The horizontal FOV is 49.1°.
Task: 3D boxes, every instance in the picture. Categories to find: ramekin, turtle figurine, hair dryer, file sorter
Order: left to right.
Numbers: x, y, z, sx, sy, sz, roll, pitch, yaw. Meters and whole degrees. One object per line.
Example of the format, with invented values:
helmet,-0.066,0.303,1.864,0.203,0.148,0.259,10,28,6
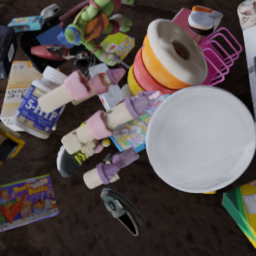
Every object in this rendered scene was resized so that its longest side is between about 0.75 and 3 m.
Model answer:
hair dryer,-1.783,-1.891,6.721,1.419,1.080,0.385,4,89,33
turtle figurine,-0.353,-3.054,8.346,2.878,2.071,2.791,-9,33,34
ramekin,1.579,0.189,6.524,2.409,2.409,1.122,0,14,1
file sorter,3.232,-2.622,10.542,1.317,1.188,1.895,44,63,-13

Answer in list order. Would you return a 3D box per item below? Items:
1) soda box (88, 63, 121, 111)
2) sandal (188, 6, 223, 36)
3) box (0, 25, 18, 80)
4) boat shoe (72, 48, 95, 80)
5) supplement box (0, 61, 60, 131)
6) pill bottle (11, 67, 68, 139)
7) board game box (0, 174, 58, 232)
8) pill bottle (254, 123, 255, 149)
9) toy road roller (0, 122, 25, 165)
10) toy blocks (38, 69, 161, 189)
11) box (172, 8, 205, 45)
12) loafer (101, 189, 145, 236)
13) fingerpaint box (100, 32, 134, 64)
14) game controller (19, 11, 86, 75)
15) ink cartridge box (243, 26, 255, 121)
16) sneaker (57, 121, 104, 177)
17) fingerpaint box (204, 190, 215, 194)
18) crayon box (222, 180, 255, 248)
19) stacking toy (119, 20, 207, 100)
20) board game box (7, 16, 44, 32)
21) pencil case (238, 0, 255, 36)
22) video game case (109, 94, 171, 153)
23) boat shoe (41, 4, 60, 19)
soda box,-0.759,-1.419,10.410,0.713,0.666,2.092,-22,61,-13
sandal,2.228,-3.172,8.586,0.930,0.696,2.428,25,38,12
box,-3.652,-2.021,7.210,1.217,0.756,1.227,8,61,-9
boat shoe,-1.792,-2.548,11.147,0.712,0.582,1.928,10,59,6
supplement box,-3.409,-1.204,10.098,1.632,0.952,2.589,-3,59,-1
pill bottle,-2.039,-0.630,6.848,0.951,0.951,1.588,27,88,16
board game box,-2.221,1.567,5.855,1.304,0.292,0.877,-11,73,-29
pill bottle,2.963,0.295,7.629,1.413,0.794,0.794,-17,60,0
toy road roller,-3.329,0.549,6.584,1.086,1.767,1.290,36,86,-11
toy blocks,-0.165,-0.195,6.507,2.202,2.444,2.616,-27,96,10
box,2.107,-3.417,11.172,1.227,1.439,2.251,28,63,16
loafer,-0.091,1.518,5.012,0.397,1.105,0.348,-23,31,38
fingerpaint box,-0.505,-3.388,11.732,1.051,0.462,1.259,27,63,16
game controller,-2.214,-2.692,8.703,0.533,1.320,2.531,-5,33,37
ink cartridge box,3.589,-1.139,6.785,0.838,1.455,2.513,-15,65,39
sneaker,-1.421,0.617,8.912,0.922,0.812,2.180,6,55,34
fingerpaint box,2.062,1.064,8.522,1.311,0.576,1.571,18,72,-14
crayon box,3.178,1.775,6.049,1.660,0.484,1.432,-19,40,-11
stacking toy,0.572,-1.288,7.143,1.809,2.476,1.809,23,48,-29
board game box,-2.787,-2.851,7.684,0.832,0.195,0.628,-7,38,1
pencil case,3.170,-2.658,7.110,0.566,1.265,0.492,-21,61,21
video game case,0.624,-0.223,9.462,2.644,0.235,1.892,-28,42,-11
boat shoe,-3.599,-5.387,13.052,0.361,0.379,1.054,29,53,17
